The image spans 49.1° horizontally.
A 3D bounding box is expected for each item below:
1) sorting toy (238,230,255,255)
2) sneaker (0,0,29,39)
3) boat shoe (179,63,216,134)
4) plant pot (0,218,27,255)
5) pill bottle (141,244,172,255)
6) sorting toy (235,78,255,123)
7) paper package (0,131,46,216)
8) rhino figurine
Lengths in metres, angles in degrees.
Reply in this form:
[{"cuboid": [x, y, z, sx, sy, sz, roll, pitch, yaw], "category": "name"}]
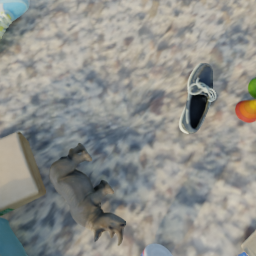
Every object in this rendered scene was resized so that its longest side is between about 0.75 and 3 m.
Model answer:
[{"cuboid": [3.213, 2.895, 6.773, 1.357, 0.185, 0.764, -38, 80, -11], "category": "sorting toy"}, {"cuboid": [-3.894, -2.905, 8.326, 2.461, 0.979, 1.607, -27, 71, 1], "category": "sneaker"}, {"cuboid": [1.905, -0.836, 7.534, 0.763, 0.630, 2.037, 23, 82, -8], "category": "boat shoe"}, {"cuboid": [-3.034, 2.973, 5.995, 1.822, 1.822, 1.712, -24, 61, -8], "category": "plant pot"}, {"cuboid": [0.435, 3.214, 6.116, 0.706, 0.706, 1.258, 29, 113, 9], "category": "pill bottle"}, {"cuboid": [3.787, -1.126, 7.844, 0.719, 0.715, 2.075, 33, 75, 11], "category": "sorting toy"}, {"cuboid": [-3.169, 1.247, 6.934, 1.766, 0.913, 1.683, -24, 73, -9], "category": "paper package"}, {"cuboid": [-0.939, 1.708, 6.810, 1.146, 0.784, 2.621, -33, 82, -10], "category": "rhino figurine"}]
